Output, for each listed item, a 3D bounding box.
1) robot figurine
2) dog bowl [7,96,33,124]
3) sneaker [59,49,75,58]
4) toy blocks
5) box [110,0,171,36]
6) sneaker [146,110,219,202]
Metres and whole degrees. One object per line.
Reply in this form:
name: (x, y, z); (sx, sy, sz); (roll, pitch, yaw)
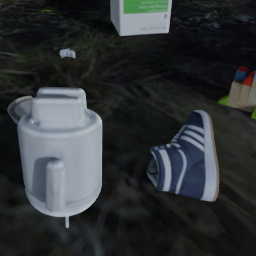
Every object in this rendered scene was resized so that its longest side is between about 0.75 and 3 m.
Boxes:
robot figurine: (-1.223, 0.563, 5.265); (1.457, 2.581, 2.189); (2, 24, -3)
dog bowl: (-2.987, -0.521, 8.605); (1.280, 0.375, 1.280); (0, 38, 0)
sneaker: (-2.650, -3.204, 12.183); (0.501, 0.327, 0.871); (-22, 37, -26)
toy blocks: (4.093, -1.214, 8.536); (2.271, 1.552, 1.135); (21, 42, 26)
box: (0.572, -6.493, 14.797); (2.723, 2.344, 2.737); (-7, 40, -9)
sneaker: (1.247, 0.459, 6.830); (1.510, 0.976, 2.784); (5, 40, 3)
